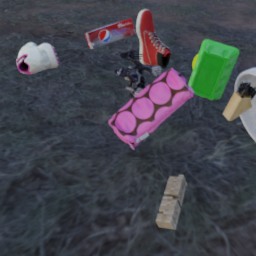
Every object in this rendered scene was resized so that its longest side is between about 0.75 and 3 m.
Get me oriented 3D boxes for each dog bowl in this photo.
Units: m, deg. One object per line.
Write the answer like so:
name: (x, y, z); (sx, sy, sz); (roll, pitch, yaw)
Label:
dog bowl: (3.784, -0.557, 7.328); (0.891, 2.262, 2.262); (-21, 40, -2)

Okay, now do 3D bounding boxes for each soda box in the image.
soda box: (-0.699, -3.681, 10.956); (1.857, 0.650, 0.589); (-23, 20, -13)

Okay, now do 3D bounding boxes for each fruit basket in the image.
fruit basket: (2.919, -2.111, 10.005); (1.480, 2.052, 2.052); (23, 43, 15)

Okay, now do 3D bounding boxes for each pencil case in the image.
pencil case: (0.602, -0.451, 6.763); (2.119, 0.962, 0.993); (-43, 38, 2)

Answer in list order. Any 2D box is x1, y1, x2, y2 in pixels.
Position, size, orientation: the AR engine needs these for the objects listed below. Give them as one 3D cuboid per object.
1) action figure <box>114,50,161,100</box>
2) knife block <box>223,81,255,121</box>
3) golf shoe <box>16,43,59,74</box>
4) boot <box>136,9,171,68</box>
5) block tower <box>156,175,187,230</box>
action figure: (0.297, -1.299, 7.495); (0.919, 1.800, 1.070); (23, 86, 21)
knife block: (2.224, -0.566, 5.646); (0.759, 0.667, 0.243); (-35, 46, 10)
golf shoe: (-2.384, -1.629, 6.690); (0.819, 0.674, 1.789); (-34, 27, -30)
boot: (1.181, -3.786, 11.913); (0.858, 2.368, 1.709); (-22, 29, -29)
block tower: (0.932, 1.556, 5.928); (0.354, 0.330, 1.224); (-3, 37, 30)
